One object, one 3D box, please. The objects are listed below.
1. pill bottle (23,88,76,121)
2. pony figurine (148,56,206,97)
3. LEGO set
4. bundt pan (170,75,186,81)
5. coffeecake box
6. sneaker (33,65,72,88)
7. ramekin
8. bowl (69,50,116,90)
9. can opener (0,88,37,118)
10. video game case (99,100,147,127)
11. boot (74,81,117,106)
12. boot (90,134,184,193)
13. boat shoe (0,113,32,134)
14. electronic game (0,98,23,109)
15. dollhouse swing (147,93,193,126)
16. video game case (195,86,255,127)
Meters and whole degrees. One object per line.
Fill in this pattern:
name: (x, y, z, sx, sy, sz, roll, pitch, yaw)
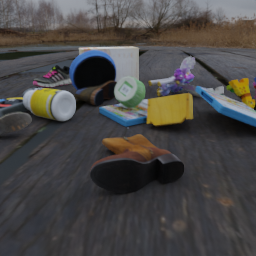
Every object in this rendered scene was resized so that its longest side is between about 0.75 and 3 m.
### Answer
pill bottle: (-2.819, -0.865, 9.840, 1.850, 1.036, 1.036, 12, 23, 33)
pony figurine: (2.363, -2.211, 13.044, 2.267, 1.888, 2.189, -21, 15, -12)
LEGO set: (4.799, -1.305, 11.268, 2.980, 1.223, 1.137, -10, -9, -14)
bundt pan: (2.922, -2.910, 16.463, 1.009, 0.379, 1.009, -1, 20, 0)
coffeecake box: (-0.930, -2.872, 13.794, 2.750, 2.111, 1.005, -6, 21, -16)
sneaker: (-4.062, -2.844, 15.236, 0.907, 1.076, 2.459, 18, 26, 40)
ramekin: (0.029, -1.306, 10.040, 1.081, 1.081, 0.528, 13, -7, 33)
bowl: (-1.539, -2.400, 12.620, 2.149, 2.149, 0.422, -7, 39, -18)
can opener: (-4.049, -0.864, 10.337, 0.597, 0.753, 2.267, -12, 18, 29)
video game case: (0.541, -0.642, 10.419, 2.659, 0.237, 1.903, -12, 24, -30)
boot: (-1.329, -1.642, 12.262, 1.107, 0.854, 2.285, 12, 25, 21)
boot: (-0.133, 0.556, 6.387, 2.057, 0.748, 2.185, -9, 21, -23)
boat shoe: (-3.545, -0.128, 8.174, 1.445, 0.538, 0.530, -17, 16, -8)
electronic game: (-4.690, -1.003, 11.310, 1.433, 0.298, 1.433, 0, 20, 0)
dollhouse swing: (1.473, -0.478, 9.256, 1.372, 1.247, 1.206, -7, -25, 23)
video game case: (3.509, -0.673, 9.325, 2.040, 0.254, 2.850, 19, 19, -8)
